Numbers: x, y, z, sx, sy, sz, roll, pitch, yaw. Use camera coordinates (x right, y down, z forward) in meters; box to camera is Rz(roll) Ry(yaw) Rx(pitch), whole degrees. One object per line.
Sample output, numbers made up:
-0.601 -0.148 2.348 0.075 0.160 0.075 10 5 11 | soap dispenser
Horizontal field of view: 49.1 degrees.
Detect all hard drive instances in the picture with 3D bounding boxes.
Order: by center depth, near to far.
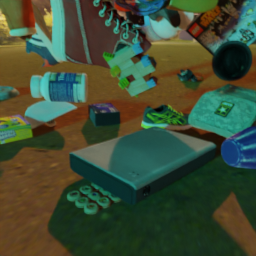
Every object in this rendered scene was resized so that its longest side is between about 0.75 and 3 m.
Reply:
0.352 0.557 5.439 1.688 0.398 2.419 18 24 41 | hard drive
0.141 -2.821 6.567 0.145 0.764 0.534 -34 43 -30 | hard drive

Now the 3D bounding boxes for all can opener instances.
2.911 -2.710 14.574 0.625 0.776 1.973 -41 19 3 | can opener

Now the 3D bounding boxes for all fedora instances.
2.950 -1.954 8.015 1.182 1.182 0.540 5 32 14 | fedora

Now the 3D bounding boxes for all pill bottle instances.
-1.360 -0.814 5.613 1.057 0.586 0.586 1 20 -4 | pill bottle
1.119 -3.843 10.069 1.365 1.365 2.509 -11 12 -27 | pill bottle

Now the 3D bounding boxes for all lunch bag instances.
2.658 -0.332 7.050 1.866 1.097 1.530 -24 34 -35 | lunch bag

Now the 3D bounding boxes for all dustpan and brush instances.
-2.546 -0.431 8.199 1.447 0.593 2.073 -30 41 -30 | dustpan and brush

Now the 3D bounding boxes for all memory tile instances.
-0.459 1.076 4.597 0.921 0.077 0.706 -17 26 -40 | memory tile

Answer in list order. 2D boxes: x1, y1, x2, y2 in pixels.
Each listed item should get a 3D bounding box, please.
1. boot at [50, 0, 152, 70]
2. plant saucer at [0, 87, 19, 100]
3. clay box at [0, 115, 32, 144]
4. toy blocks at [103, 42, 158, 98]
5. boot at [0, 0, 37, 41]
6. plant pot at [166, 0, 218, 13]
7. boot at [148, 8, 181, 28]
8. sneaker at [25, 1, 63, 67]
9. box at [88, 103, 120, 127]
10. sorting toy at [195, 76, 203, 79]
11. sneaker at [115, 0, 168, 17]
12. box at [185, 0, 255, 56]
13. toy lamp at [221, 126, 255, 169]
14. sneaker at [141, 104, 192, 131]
-0.386 -2.125 4.771 1.836 2.545 0.922 17 46 10 | boot
-5.361 -1.413 11.264 1.831 0.251 1.831 0 19 0 | plant saucer
-3.320 0.104 6.812 1.660 0.395 0.954 -14 24 -34 | clay box
0.125 -0.791 3.707 0.541 0.792 0.396 -21 32 28 | toy blocks
-2.715 -2.776 6.863 0.891 1.273 2.374 -15 22 -13 | boot
1.491 -3.332 6.498 1.260 1.224 1.232 7 29 -18 | plant pot
1.044 -3.549 8.725 0.437 1.253 0.825 -40 10 -27 | boot
-3.056 -2.999 8.972 1.010 2.390 0.896 -22 27 17 | sneaker
-0.724 -0.404 8.235 0.736 0.411 1.044 -9 22 -16 | box
3.567 -2.662 14.701 0.766 0.113 0.566 6 3 -33 | sorting toy
0.197 -2.603 5.630 1.361 0.534 0.513 26 51 35 | sneaker
3.212 -3.288 8.258 1.757 2.567 0.512 38 44 -9 | box
3.225 0.293 5.727 2.984 0.869 0.869 -5 20 -22 | toy lamp
1.142 -0.307 7.557 1.582 0.669 0.589 -5 21 -15 | sneaker
